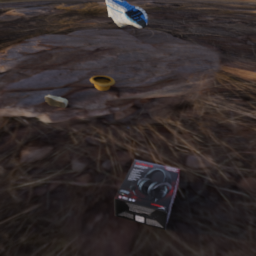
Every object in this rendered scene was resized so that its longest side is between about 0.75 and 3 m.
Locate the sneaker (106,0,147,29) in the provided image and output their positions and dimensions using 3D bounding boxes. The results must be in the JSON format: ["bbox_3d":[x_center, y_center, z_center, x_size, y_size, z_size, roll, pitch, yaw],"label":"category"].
[{"bbox_3d":[-0.059,-4.678,11.923,0.875,1.012,2.334,-30,58,-27],"label":"sneaker"}]

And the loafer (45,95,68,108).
[{"bbox_3d":[-3.272,-1.223,12.848,1.151,0.436,0.393,19,34,12],"label":"loafer"}]

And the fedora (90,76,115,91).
[{"bbox_3d":[-1.326,-2.255,14.381,1.294,0.528,1.294,5,33,-3],"label":"fedora"}]

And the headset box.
[{"bbox_3d":[0.600,1.712,7.782,1.399,0.726,1.880,11,35,17],"label":"headset box"}]
